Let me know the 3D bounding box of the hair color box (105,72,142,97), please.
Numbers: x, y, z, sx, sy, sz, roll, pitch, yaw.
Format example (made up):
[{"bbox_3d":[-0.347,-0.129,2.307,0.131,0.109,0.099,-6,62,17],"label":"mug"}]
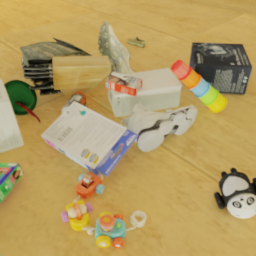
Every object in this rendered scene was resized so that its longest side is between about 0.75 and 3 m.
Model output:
[{"bbox_3d":[-0.160,-1.592,10.119,1.190,0.380,0.660,16,47,19],"label":"hair color box"}]

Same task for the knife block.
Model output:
[{"bbox_3d":[-2.439,-2.271,10.773,2.855,2.506,0.913,-38,40,18],"label":"knife block"}]

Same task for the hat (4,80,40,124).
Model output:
[{"bbox_3d":[-3.730,-1.092,10.144,1.407,1.598,1.324,-1,57,57],"label":"hat"}]

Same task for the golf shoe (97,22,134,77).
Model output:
[{"bbox_3d":[-0.547,-3.474,12.820,1.344,2.765,1.082,-11,-4,-30],"label":"golf shoe"}]

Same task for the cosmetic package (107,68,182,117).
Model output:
[{"bbox_3d":[0.599,-1.424,11.013,2.617,1.110,1.408,-8,41,-10],"label":"cosmetic package"}]

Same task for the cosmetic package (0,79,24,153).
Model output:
[{"bbox_3d":[-4.801,-0.224,8.998,2.158,1.780,1.779,-19,38,-21],"label":"cosmetic package"}]

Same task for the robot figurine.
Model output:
[{"bbox_3d":[2.935,1.727,7.498,0.853,1.027,1.366,14,38,-15],"label":"robot figurine"}]

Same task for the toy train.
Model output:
[{"bbox_3d":[-0.746,1.997,7.347,2.342,0.651,1.759,28,48,29],"label":"toy train"}]

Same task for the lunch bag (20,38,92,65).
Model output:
[{"bbox_3d":[-3.033,-3.098,12.688,2.194,1.573,2.676,29,41,31],"label":"lunch bag"}]

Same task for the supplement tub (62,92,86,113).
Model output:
[{"bbox_3d":[-2.014,-0.842,10.674,0.678,0.678,1.106,9,40,10],"label":"supplement tub"}]

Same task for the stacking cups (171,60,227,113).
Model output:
[{"bbox_3d":[2.617,-1.547,10.237,2.529,0.765,0.765,37,32,-28],"label":"stacking cups"}]

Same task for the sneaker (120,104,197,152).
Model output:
[{"bbox_3d":[1.072,-0.336,9.799,2.694,1.012,1.549,-29,51,-25],"label":"sneaker"}]

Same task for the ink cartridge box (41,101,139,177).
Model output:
[{"bbox_3d":[-1.223,0.352,9.018,2.851,0.598,1.701,26,64,29],"label":"ink cartridge box"}]

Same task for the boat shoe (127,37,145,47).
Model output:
[{"bbox_3d":[0.459,-4.862,15.589,1.169,0.445,0.419,21,45,23],"label":"boat shoe"}]

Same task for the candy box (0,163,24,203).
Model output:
[{"bbox_3d":[-3.700,1.534,7.871,0.990,0.451,1.171,-2,39,23],"label":"candy box"}]

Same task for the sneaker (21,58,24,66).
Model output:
[{"bbox_3d":[-4.117,-3.489,13.646,1.105,0.859,2.455,11,39,17],"label":"sneaker"}]

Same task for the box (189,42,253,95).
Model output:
[{"bbox_3d":[3.925,-2.663,12.306,2.314,1.359,2.276,4,40,6],"label":"box"}]
